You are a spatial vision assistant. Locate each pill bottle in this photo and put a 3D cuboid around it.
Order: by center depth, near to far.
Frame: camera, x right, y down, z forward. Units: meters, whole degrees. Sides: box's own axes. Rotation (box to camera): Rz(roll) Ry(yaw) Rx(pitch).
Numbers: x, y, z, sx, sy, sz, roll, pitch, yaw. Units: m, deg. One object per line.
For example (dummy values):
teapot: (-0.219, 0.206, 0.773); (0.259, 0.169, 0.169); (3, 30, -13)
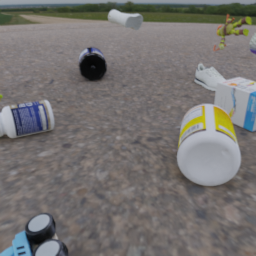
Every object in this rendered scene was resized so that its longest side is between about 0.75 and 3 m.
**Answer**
pill bottle: (2.140, 0.270, 7.617); (1.458, 1.458, 2.669); (6, 25, 12)
pill bottle: (-3.483, -0.254, 9.178); (1.877, 1.043, 1.043); (-14, 29, -26)
pill bottle: (-2.039, -3.708, 15.842); (1.507, 1.507, 2.694); (-4, 26, -8)

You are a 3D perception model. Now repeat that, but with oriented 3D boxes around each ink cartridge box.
ink cartridge box: (4.289, -0.918, 10.217); (1.356, 1.333, 1.842); (-15, 30, -29)

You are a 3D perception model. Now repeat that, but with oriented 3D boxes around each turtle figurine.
turtle figurine: (3.463, -3.366, 9.455); (0.502, 1.557, 1.256); (34, -16, -32)

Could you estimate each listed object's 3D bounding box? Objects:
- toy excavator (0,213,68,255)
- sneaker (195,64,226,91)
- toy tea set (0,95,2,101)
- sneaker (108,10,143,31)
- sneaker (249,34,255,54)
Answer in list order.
toy excavator: (-1.682, 2.444, 3.949); (1.941, 0.970, 1.888); (-24, 31, -18)
sneaker: (4.187, -2.498, 14.007); (0.892, 0.939, 2.334); (-12, 30, -27)
toy tea set: (-4.501, -0.086, 8.826); (0.824, 1.324, 2.227); (25, 40, -3)
sneaker: (-0.142, -5.002, 12.825); (1.156, 0.737, 2.000); (26, 23, 17)
sneaker: (3.447, -1.948, 6.279); (1.691, 0.841, 0.588); (-35, 37, -13)
